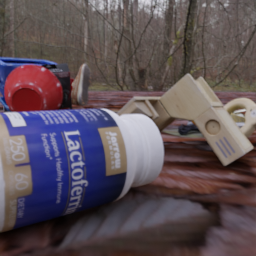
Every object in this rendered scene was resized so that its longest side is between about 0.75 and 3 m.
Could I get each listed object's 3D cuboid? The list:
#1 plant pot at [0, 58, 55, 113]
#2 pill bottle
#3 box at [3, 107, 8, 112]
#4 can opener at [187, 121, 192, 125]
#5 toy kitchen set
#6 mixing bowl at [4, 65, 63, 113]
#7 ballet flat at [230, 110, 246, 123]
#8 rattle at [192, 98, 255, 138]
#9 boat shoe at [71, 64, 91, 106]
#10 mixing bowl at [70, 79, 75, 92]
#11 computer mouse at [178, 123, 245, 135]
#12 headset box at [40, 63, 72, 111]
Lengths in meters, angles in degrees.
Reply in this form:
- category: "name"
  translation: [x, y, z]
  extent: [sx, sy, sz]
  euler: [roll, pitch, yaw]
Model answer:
- category: "plant pot"
  translation: [-4.490, -1.849, 12.406]
  extent: [2.456, 2.208, 2.456]
  euler: [-6, 22, -34]
- category: "pill bottle"
  translation: [-0.591, 0.337, 2.982]
  extent: [1.858, 1.075, 1.075]
  euler: [-6, 11, -35]
- category: "box"
  translation: [-5.193, -1.548, 13.774]
  extent: [1.791, 1.424, 0.412]
  euler: [-4, 10, -28]
- category: "can opener"
  translation: [2.352, -0.055, 8.113]
  extent: [1.263, 0.337, 0.422]
  euler: [2, 34, 14]
- category: "toy kitchen set"
  translation: [0.773, 0.236, 4.952]
  extent: [1.845, 1.664, 1.505]
  euler: [-41, -18, 30]
- category: "mixing bowl"
  translation: [-3.283, -1.037, 9.462]
  extent: [2.024, 2.024, 1.096]
  euler: [-1, 22, -6]
- category: "ballet flat"
  translation: [3.886, -0.282, 8.497]
  extent: [1.751, 0.619, 0.619]
  euler: [6, 11, 31]
- category: "rattle"
  translation: [2.321, -0.409, 5.874]
  extent: [1.170, 1.066, 1.638]
  euler: [38, -33, -18]
- category: "boat shoe"
  translation: [-2.237, -1.982, 12.858]
  extent: [0.769, 2.143, 0.812]
  euler: [-5, -27, 23]
- category: "mixing bowl"
  translation: [-3.026, -1.718, 14.165]
  extent: [1.515, 0.821, 1.515]
  euler: [13, 47, -14]
- category: "computer mouse"
  translation: [2.178, 0.063, 7.124]
  extent: [1.660, 0.364, 0.910]
  euler: [1, 2, 43]
- category: "headset box"
  translation: [-3.084, -1.631, 11.187]
  extent: [1.518, 2.040, 0.788]
  euler: [-8, 42, -18]
